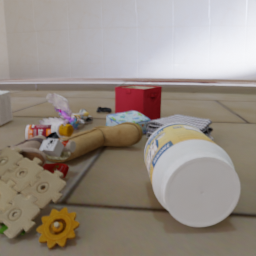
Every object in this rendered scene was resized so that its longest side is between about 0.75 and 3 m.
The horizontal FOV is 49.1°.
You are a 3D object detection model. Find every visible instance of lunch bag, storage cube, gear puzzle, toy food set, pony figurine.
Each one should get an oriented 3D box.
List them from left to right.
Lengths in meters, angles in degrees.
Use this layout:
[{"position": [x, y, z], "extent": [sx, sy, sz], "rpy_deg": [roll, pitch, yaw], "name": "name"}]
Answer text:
[{"position": [-1.884, 1.289, 5.158], "extent": [2.722, 0.356, 1.410], "rpy_deg": [22, 51, 30], "name": "gear puzzle"}, {"position": [-1.935, 0.742, 6.686], "extent": [0.817, 1.815, 0.867], "rpy_deg": [5, -30, 22], "name": "toy food set"}, {"position": [-2.610, -0.541, 11.821], "extent": [1.789, 1.543, 1.853], "rpy_deg": [15, 6, 0], "name": "pony figurine"}, {"position": [-0.015, -0.181, 11.220], "extent": [1.616, 0.666, 1.299], "rpy_deg": [-12, 30, -37], "name": "lunch bag"}, {"position": [0.486, -1.103, 13.198], "extent": [1.885, 1.695, 1.611], "rpy_deg": [10, 17, 34], "name": "storage cube"}]

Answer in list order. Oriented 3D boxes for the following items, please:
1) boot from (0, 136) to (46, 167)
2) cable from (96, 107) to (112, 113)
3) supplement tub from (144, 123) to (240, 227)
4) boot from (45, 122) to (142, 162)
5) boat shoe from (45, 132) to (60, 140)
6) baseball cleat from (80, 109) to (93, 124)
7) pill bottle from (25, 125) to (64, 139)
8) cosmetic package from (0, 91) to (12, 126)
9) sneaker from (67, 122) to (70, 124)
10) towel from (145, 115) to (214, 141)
[{"position": [-2.546, 0.629, 7.042], "extent": [2.164, 0.760, 1.582], "rpy_deg": [-14, 17, 24], "name": "boot"}, {"position": [-1.360, -0.969, 15.753], "extent": [0.830, 0.258, 1.017], "rpy_deg": [10, 14, 2], "name": "cable"}, {"position": [1.163, 0.816, 5.583], "extent": [1.514, 1.514, 2.093], "rpy_deg": [-1, 14, -3], "name": "supplement tub"}, {"position": [-1.023, 0.469, 8.707], "extent": [2.174, 0.821, 2.483], "rpy_deg": [-7, 7, 33], "name": "boot"}, {"position": [-2.709, 0.526, 8.823], "extent": [0.535, 0.447, 1.435], "rpy_deg": [0, 21, 33], "name": "boat shoe"}, {"position": [-2.057, -0.494, 13.456], "extent": [0.849, 0.556, 1.594], "rpy_deg": [15, 18, 0], "name": "baseball cleat"}, {"position": [-2.876, 0.232, 9.762], "extent": [1.236, 0.698, 0.698], "rpy_deg": [-2, 14, -7], "name": "pill bottle"}, {"position": [-6.312, -0.876, 12.679], "extent": [1.406, 1.408, 1.706], "rpy_deg": [1, 15, 3], "name": "cosmetic package"}, {"position": [-2.901, -0.189, 12.116], "extent": [1.192, 0.400, 0.535], "rpy_deg": [-8, 20, -19], "name": "sneaker"}, {"position": [1.845, 0.082, 10.053], "extent": [1.651, 0.853, 1.994], "rpy_deg": [-12, 18, -39], "name": "towel"}]
